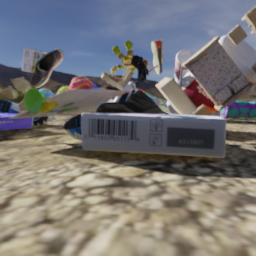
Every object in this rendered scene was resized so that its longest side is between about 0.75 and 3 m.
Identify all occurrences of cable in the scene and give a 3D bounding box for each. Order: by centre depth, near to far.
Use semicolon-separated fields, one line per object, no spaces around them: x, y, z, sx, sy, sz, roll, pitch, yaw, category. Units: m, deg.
-1.250;-0.775;9.185;1.375;0.476;1.375;2;-5;16;cable

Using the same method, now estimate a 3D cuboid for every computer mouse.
-0.058;-1.120;9.228;0.520;2.370;1.299;25;-5;19;computer mouse

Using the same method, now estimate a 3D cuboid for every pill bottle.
2.367;-1.228;8.127;1.473;1.473;2.688;-4;-27;-32;pill bottle
1.881;-1.943;9.345;0.655;0.655;1.195;1;-31;5;pill bottle

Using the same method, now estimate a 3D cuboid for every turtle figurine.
0.094;-2.410;9.930;1.780;0.573;1.435;-8;-30;15;turtle figurine

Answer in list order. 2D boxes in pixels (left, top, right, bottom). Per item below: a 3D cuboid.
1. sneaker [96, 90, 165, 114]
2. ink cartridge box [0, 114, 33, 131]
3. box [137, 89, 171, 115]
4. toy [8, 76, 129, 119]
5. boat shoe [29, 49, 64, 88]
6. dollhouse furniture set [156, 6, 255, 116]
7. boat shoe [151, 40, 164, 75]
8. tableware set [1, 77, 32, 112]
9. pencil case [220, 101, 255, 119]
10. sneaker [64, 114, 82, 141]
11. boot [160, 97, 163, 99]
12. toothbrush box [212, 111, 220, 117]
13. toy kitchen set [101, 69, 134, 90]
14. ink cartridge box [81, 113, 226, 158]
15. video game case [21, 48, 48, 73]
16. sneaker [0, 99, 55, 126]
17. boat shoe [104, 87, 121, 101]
0.000;-0.575;8.584;2.229;0.852;1.277;0;39;-25;sneaker
-4.247;-0.161;8.571;2.324;0.504;2.303;2;6;41;ink cartridge box
0.886;-0.790;9.903;2.192;0.381;1.206;28;27;29;box
-1.346;-0.828;6.904;1.669;0.684;2.898;-20;1;27;toy
-2.038;-1.427;6.719;1.207;0.434;0.391;-39;-6;23;boat shoe
2.196;-1.254;6.178;2.825;1.464;1.251;-39;10;8;dollhouse furniture set
1.172;-2.659;10.561;0.403;1.288;0.458;-21;29;-18;boat shoe
-2.529;-0.776;6.836;0.854;1.022;0.119;-24;39;25;tableware set
5.700;-0.919;13.791;2.178;0.927;1.006;-1;-23;-2;pencil case
-1.047;0.037;6.828;0.746;0.645;1.721;-4;-5;28;sneaker
1.653;-0.904;13.077;1.277;1.062;0.462;-2;6;-20;boot
3.485;-0.726;12.735;1.329;0.774;1.815;2;6;17;toothbrush box
-0.384;-1.809;9.350;0.812;0.733;0.663;29;19;-21;toy kitchen set
0.618;0.006;5.943;2.407;0.845;2.961;2;9;11;ink cartridge box
-3.324;-2.368;10.024;0.851;0.935;0.107;7;44;-21;video game case
-4.016;-0.495;10.769;2.541;0.953;1.101;10;2;12;sneaker
-0.068;-1.247;11.764;2.118;0.745;0.746;12;16;11;boat shoe
